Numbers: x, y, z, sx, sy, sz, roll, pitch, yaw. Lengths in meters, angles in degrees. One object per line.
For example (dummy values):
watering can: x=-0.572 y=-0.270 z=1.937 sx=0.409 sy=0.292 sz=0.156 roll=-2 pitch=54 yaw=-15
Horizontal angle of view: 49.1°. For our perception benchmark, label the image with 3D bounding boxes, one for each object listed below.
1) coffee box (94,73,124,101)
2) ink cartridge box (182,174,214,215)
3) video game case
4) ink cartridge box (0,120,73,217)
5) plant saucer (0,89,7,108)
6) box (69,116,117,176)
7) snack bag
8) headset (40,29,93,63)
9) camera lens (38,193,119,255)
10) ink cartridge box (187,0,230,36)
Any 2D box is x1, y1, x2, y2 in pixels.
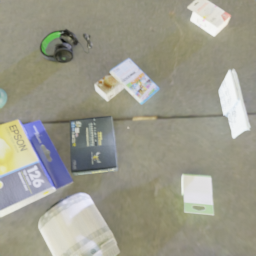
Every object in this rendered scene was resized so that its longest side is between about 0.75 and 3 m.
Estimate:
coffee box: x=-0.583 y=-1.686 z=10.686 sx=1.221 sy=0.487 sz=0.698 roll=-41 pitch=69 yaw=-18
ink cartridge box: x=2.218 y=2.155 z=9.016 sx=0.940 sy=0.310 sz=1.291 roll=5 pitch=59 yaw=2
video game case: x=0.255 y=-1.751 z=10.387 sx=1.657 sy=0.148 sz=1.186 roll=45 pitch=51 yaw=2
ink cartridge box: x=-3.594 y=1.100 z=8.970 sx=2.782 sy=0.654 sz=2.749 roll=-24 pitch=68 yaw=-28
plant saucer: x=-5.179 y=-1.121 z=10.635 sx=1.068 sy=0.192 sz=1.068 roll=0 pitch=65 yaw=0
box: x=-1.209 y=0.598 z=9.688 sx=1.543 sy=0.499 sz=1.956 roll=-5 pitch=66 yaw=-3
snack bag: x=3.467 y=-0.691 z=9.326 sx=0.212 sy=1.869 sz=1.982 roll=-10 pitch=77 yaw=4
headset: x=-2.504 y=-3.368 z=11.152 sx=2.293 sy=1.077 sz=1.416 roll=7 pitch=66 yaw=15
camera lens: x=-1.415 y=3.049 z=7.956 sx=1.654 sy=1.654 sz=2.067 roll=-32 pitch=70 yaw=-13
ink cartridge box: x=3.405 y=-4.826 z=12.087 sx=1.648 sy=0.556 sz=0.960 roll=42 pitch=72 yaw=15
